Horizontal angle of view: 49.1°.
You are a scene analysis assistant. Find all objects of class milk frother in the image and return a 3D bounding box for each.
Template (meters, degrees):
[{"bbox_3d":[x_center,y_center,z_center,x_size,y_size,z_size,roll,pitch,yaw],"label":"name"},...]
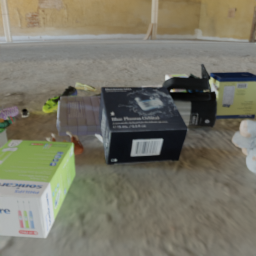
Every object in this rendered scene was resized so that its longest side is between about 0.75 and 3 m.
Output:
[{"bbox_3d":[2.165,-1.274,10.828,2.210,2.120,2.349,2,30,5],"label":"milk frother"}]

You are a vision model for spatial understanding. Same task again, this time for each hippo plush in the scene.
[{"bbox_3d":[3.930,0.702,7.720,1.893,1.508,1.522,-4,49,16],"label":"hippo plush"}]

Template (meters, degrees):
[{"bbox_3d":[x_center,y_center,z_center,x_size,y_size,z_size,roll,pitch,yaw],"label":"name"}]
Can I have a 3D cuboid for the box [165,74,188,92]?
[{"bbox_3d":[2.681,-2.085,14.481,1.104,0.995,1.963,-3,22,-6],"label":"box"}]

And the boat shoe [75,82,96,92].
[{"bbox_3d":[-2.410,-2.211,15.716,1.372,0.432,0.500,20,7,27],"label":"boat shoe"}]

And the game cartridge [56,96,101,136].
[{"bbox_3d":[-1.674,-0.511,10.508,1.903,0.563,2.935,-5,26,-9],"label":"game cartridge"}]

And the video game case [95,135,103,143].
[{"bbox_3d":[-0.542,-0.034,10.499,1.692,0.210,2.364,-11,25,-25],"label":"video game case"}]

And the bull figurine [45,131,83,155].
[{"bbox_3d":[-2.070,0.572,8.485,1.388,0.452,0.843,-3,62,-29],"label":"bull figurine"}]

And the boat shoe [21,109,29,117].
[{"bbox_3d":[-4.471,-0.708,12.090,0.315,0.257,0.853,-7,23,-16],"label":"boat shoe"}]

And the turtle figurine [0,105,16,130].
[{"bbox_3d":[-4.792,-0.204,10.040,1.789,0.901,1.339,-26,16,-19],"label":"turtle figurine"}]

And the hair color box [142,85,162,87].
[{"bbox_3d":[1.278,-1.335,12.866,1.327,0.787,2.429,-3,23,5],"label":"hair color box"}]

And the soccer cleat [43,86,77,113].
[{"bbox_3d":[-3.042,-1.168,12.816,0.622,0.805,1.925,30,54,24],"label":"soccer cleat"}]

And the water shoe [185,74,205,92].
[{"bbox_3d":[2.910,-1.511,12.454,0.972,0.880,2.462,31,36,-15],"label":"water shoe"}]

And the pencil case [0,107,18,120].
[{"bbox_3d":[-4.999,-0.596,11.557,0.443,0.435,1.035,-19,8,23],"label":"pencil case"}]

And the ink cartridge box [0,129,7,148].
[{"bbox_3d":[-4.788,0.530,8.366,1.812,0.762,1.323,4,22,9],"label":"ink cartridge box"}]

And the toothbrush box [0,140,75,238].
[{"bbox_3d":[-2.331,1.218,6.332,1.722,1.018,2.365,2,21,3],"label":"toothbrush box"}]

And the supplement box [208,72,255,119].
[{"bbox_3d":[4.361,-1.365,11.732,1.733,1.731,1.163,-1,22,-3],"label":"supplement box"}]

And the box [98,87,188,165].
[{"bbox_3d":[0.313,-0.150,8.482,2.186,1.305,2.223,-2,40,-12],"label":"box"}]

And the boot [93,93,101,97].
[{"bbox_3d":[-0.988,-1.579,13.759,1.367,0.709,2.093,7,21,33],"label":"boot"}]
